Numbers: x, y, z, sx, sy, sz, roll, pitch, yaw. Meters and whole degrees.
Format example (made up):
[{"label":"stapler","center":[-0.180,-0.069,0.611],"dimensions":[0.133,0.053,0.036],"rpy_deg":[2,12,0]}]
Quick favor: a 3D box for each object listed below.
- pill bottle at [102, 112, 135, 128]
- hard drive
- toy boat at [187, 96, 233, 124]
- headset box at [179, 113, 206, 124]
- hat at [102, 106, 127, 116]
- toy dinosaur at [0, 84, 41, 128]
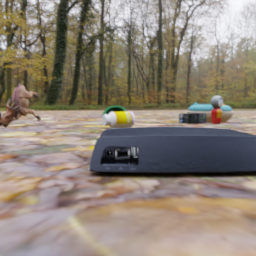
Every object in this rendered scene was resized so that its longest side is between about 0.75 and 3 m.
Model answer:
[{"label":"pill bottle","center":[-0.392,-0.316,11.039],"dimensions":[1.202,0.627,0.627],"rpy_deg":[-3,5,-26]},{"label":"hard drive","center":[0.694,0.283,4.152],"dimensions":[2.393,0.506,1.614],"rpy_deg":[0,5,-1]},{"label":"toy boat","center":[4.298,-0.921,14.309],"dimensions":[2.376,1.314,2.827],"rpy_deg":[1,4,5]},{"label":"headset box","center":[3.211,-0.480,13.837],"dimensions":[1.099,0.510,0.957],"rpy_deg":[-4,5,-43]},{"label":"hat","center":[-0.595,-0.288,13.830],"dimensions":[1.185,1.260,1.431],"rpy_deg":[16,46,20]},{"label":"toy dinosaur","center":[-4.509,-1.093,11.579],"dimensions":[0.998,2.325,1.576],"rpy_deg":[-15,-23,18]}]
